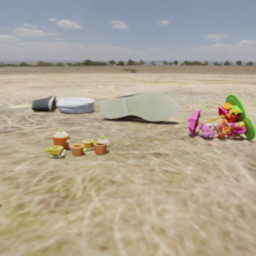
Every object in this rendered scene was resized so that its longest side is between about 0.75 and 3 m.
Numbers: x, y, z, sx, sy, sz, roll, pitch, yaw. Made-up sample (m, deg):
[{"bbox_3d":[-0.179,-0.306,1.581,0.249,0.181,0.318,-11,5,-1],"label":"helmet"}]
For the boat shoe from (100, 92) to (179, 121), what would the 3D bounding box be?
[{"bbox_3d":[0.453,-0.754,10.360,2.961,1.054,0.926,-2,2,20],"label":"boat shoe"}]

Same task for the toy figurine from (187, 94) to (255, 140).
[{"bbox_3d":[2.565,-0.092,8.196,1.542,1.258,1.675,-15,40,-4],"label":"toy figurine"}]

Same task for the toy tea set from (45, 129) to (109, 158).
[{"bbox_3d":[-1.223,0.330,6.820,1.482,0.549,0.881,-2,14,-10],"label":"toy tea set"}]

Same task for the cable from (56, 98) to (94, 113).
[{"bbox_3d":[-2.291,-0.986,12.331,1.586,0.549,1.586,-4,14,-21],"label":"cable"}]

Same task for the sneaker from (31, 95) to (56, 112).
[{"bbox_3d":[-3.829,-1.174,12.833,0.919,0.647,1.730,1,15,-6],"label":"sneaker"}]

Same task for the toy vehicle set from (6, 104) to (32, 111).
[{"bbox_3d":[-5.000,-0.939,12.972,1.074,0.142,0.667,-10,17,-37],"label":"toy vehicle set"}]
